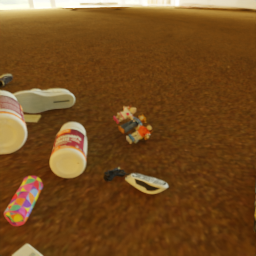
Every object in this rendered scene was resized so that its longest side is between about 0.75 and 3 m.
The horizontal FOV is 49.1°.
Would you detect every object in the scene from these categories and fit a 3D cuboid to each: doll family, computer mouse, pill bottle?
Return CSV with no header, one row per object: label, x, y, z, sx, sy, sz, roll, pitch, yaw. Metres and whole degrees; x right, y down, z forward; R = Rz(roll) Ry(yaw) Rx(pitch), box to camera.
doll family,0.258,-0.041,9.515,0.990,0.719,1.596,-28,53,-17
computer mouse,0.222,1.424,7.303,1.623,0.356,0.890,14,5,21
pill bottle,-1.704,0.583,8.261,0.966,0.966,1.764,-3,29,-5
pill bottle,-4.226,-0.291,9.394,1.382,1.382,2.421,-12,32,-19

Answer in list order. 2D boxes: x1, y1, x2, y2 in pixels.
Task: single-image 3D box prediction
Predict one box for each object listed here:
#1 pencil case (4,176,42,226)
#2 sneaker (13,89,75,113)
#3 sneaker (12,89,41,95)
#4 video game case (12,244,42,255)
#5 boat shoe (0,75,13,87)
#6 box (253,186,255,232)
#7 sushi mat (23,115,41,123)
pencil case,-2.484,1.712,6.705,0.553,0.553,1.251,2,30,4
sneaker,-3.504,-1.143,11.555,2.502,0.914,0.886,-1,20,-21
sneaker,-4.450,-1.327,12.205,1.491,0.549,0.862,-10,14,-6
video game case,-1.789,3.093,4.573,2.076,0.238,1.889,20,36,31
boat shoe,-6.235,-2.225,13.754,0.446,0.495,1.376,29,41,28
box,4.174,1.683,6.684,2.052,0.594,2.582,12,32,21
sushi mat,-3.965,-0.368,10.855,1.073,0.065,0.513,2,30,3
